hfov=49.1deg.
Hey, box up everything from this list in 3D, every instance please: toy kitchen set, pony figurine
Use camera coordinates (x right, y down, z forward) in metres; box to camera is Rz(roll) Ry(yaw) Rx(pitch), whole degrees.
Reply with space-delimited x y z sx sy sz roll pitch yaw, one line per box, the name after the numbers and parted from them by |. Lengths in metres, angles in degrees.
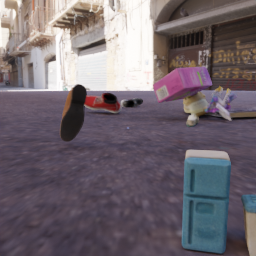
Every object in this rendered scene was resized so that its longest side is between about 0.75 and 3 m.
0.884 0.581 1.577 1.153 0.679 0.924 2 9 13 | toy kitchen set
2.884 -0.724 8.650 0.944 0.978 0.814 37 3 28 | pony figurine

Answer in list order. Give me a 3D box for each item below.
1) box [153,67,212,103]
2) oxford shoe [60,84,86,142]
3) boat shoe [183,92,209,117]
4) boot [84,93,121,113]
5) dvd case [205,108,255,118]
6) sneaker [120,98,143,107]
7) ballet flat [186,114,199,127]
1.686 -1.346 8.754 1.337 0.646 1.176 -13 -9 -37 | box
-0.990 -0.248 4.954 0.366 1.025 0.365 21 -16 -30 | oxford shoe
2.482 -1.007 10.338 0.902 0.809 2.437 -20 9 4 | boat shoe
-1.094 -1.072 10.512 1.567 0.567 1.130 11 -16 14 | boot
4.150 -0.558 10.048 2.545 0.203 1.892 -3 7 -13 | dvd case
0.274 -1.207 13.671 1.227 0.408 0.555 -10 16 -31 | sneaker
1.807 -0.234 7.853 0.266 0.295 0.785 5 11 26 | ballet flat
